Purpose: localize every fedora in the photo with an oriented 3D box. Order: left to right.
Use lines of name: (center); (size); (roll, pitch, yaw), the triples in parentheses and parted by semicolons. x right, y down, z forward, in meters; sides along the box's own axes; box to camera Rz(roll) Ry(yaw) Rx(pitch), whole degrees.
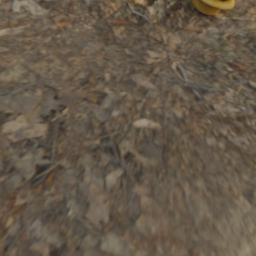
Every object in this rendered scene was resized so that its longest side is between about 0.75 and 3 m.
fedora: (2.887, -4.627, 10.070); (1.807, 0.737, 1.807); (8, 56, -12)
